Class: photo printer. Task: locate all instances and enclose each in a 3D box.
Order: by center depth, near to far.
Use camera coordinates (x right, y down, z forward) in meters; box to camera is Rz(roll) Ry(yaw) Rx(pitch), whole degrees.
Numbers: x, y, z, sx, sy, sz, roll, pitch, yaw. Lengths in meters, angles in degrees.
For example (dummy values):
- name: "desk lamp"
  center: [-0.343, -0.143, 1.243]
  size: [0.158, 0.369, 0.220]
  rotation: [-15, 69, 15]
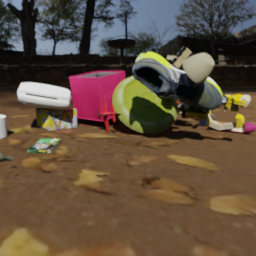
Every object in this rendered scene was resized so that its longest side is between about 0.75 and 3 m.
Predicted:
- name: "photo printer"
  center: [-3.350, -1.311, 11.378]
  size: [2.040, 0.852, 2.453]
  rotation: [9, 7, -14]

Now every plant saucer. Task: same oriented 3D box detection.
- name: "plant saucer"
  center: [0.715, -1.025, 10.574]
  size: [2.594, 2.594, 0.403]
  rotation: [-3, -25, -14]

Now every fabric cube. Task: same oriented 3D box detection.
- name: "fabric cube"
  center: [-1.233, -1.459, 12.244]
  size: [1.785, 1.813, 1.819]
  rotation: [7, 22, 37]

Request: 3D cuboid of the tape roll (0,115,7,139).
- name: "tape roll"
  center: [-4.900, -0.025, 9.976]
  size: [1.074, 0.738, 1.074]
  rotation: [0, 11, 0]

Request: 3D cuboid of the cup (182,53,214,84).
- name: "cup"
  center: [1.914, -1.633, 7.369]
  size: [0.791, 0.791, 0.566]
  rotation: [-11, -21, -44]

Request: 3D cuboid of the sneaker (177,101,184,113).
- name: "sneaker"
  center: [2.266, -1.272, 12.263]
  size: [0.853, 0.940, 2.214]
  rotation: [-14, -8, -27]

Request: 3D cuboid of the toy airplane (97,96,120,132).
- name: "toy airplane"
  center: [-0.770, -0.498, 10.455]
  size: [0.256, 1.393, 1.393]
  rotation: [-10, 15, -39]

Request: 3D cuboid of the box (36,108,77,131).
- name: "box"
  center: [-3.031, -0.422, 11.842]
  size: [1.256, 0.796, 1.305]
  rotation: [-9, 15, -41]

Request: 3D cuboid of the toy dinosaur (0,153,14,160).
- name: "toy dinosaur"
  center: [-3.516, 0.788, 7.305]
  size: [0.944, 0.224, 0.416]
  rotation: [-10, 21, -27]

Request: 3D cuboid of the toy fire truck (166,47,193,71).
- name: "toy fire truck"
  center: [1.545, -2.176, 9.082]
  size: [0.567, 0.776, 0.881]
  rotation: [41, -15, -7]

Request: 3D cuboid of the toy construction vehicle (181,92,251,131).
- name: "toy construction vehicle"
  center: [2.919, -0.710, 9.920]
  size: [2.439, 0.859, 2.124]
  rotation: [11, 27, 25]

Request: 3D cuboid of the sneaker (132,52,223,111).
- name: "sneaker"
  center: [1.358, -1.214, 8.280]
  size: [2.916, 1.077, 1.180]
  rotation: [24, 35, 9]

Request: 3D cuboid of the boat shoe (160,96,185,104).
- name: "boat shoe"
  center: [1.592, -1.271, 10.228]
  size: [1.344, 0.503, 0.416]
  rotation: [28, -10, 19]

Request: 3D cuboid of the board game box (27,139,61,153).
- name: "board game box"
  center: [-2.556, 0.543, 8.679]
  size: [0.678, 0.152, 1.295]
  rotation: [-2, 11, 1]

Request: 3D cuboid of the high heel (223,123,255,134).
- name: "high heel"
  center: [4.118, -0.022, 10.579]
  size: [0.623, 0.438, 1.299]
  rotation: [5, 2, -30]

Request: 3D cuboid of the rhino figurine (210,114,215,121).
- name: "rhino figurine"
  center: [3.568, -0.528, 13.331]
  size: [0.593, 0.406, 1.356]
  rotation: [11, 3, -32]

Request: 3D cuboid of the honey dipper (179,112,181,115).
- name: "honey dipper"
  center: [1.926, -1.061, 15.922]
  size: [2.558, 0.486, 0.486]
  rotation: [8, 14, 29]
